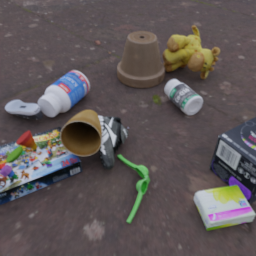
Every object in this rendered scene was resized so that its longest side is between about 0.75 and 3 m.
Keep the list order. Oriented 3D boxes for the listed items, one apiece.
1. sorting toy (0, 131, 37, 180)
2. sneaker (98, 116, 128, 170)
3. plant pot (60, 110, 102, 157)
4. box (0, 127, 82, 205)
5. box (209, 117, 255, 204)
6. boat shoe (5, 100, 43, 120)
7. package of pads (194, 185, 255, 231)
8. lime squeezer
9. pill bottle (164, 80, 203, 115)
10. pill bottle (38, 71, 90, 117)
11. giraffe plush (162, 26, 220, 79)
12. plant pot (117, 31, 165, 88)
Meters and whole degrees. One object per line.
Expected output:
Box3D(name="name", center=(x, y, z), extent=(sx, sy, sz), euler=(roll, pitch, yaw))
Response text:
Box3D(name="sorting toy", center=(-3.125, 0.845, 8.267), extent=(0.589, 0.585, 1.698), euler=(-26, 33, 28))
Box3D(name="sneaker", center=(-0.502, 0.361, 9.431), extent=(1.094, 0.803, 2.417), euler=(-8, 40, -3))
Box3D(name="plant pot", center=(-1.334, 0.013, 8.775), extent=(1.240, 1.240, 1.331), euler=(3, 30, 4))
Box3D(name="box", center=(-3.122, 1.109, 8.816), extent=(2.805, 0.529, 1.916), euler=(-21, 45, -22))
Box3D(name="box", center=(4.155, 0.720, 8.536), extent=(2.779, 1.474, 1.699), euler=(-23, 47, -25))
Box3D(name="boat shoe", center=(-3.951, -0.628, 10.710), extent=(1.832, 0.607, 0.640), euler=(6, 49, 30))
Box3D(name="package of pads", center=(2.595, 2.147, 7.694), extent=(1.340, 0.457, 1.035), euler=(-8, 42, -9))
Box3D(name="lime squeezer", center=(0.219, 1.596, 8.338), extent=(0.871, 0.465, 2.467), euler=(-5, 42, -6))
Box3D(name="pill bottle", center=(2.181, -1.260, 11.244), extent=(0.875, 0.875, 1.548), euler=(-20, 45, -21))
Box3D(name="pill bottle", center=(-2.543, -1.326, 11.113), extent=(1.158, 1.158, 2.063), euler=(19, 45, 20))
Box3D(name="giraffe plush", center=(3.012, -3.216, 12.806), extent=(2.372, 2.047, 1.924), euler=(-35, 62, -11))
Box3D(name="plant pot", center=(0.606, -3.169, 12.607), extent=(2.238, 1.952, 2.238), euler=(1, 42, -1))
